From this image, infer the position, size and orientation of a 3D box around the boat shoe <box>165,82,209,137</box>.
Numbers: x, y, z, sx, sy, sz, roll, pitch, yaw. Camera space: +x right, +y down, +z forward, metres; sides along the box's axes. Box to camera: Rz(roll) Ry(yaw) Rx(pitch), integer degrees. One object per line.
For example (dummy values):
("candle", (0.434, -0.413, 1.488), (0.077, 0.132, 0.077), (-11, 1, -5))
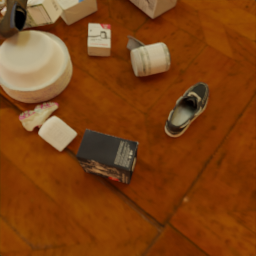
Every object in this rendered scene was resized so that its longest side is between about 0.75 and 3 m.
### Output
("boat shoe", (1.996, -0.732, 9.199), (0.857, 0.700, 2.320), (37, 70, 16))

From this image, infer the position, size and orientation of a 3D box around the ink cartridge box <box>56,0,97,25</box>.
("ink cartridge box", (-2.510, -5.498, 11.321), (1.434, 0.830, 2.469), (-32, 69, -12))

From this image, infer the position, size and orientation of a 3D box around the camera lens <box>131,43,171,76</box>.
("camera lens", (0.798, -2.374, 9.797), (1.233, 0.986, 0.986), (-15, 66, -6))

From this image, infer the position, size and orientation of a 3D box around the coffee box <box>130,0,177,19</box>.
("coffee box", (0.669, -5.697, 11.212), (1.400, 0.989, 2.478), (-38, 73, -25))

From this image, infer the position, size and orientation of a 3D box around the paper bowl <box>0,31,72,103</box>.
("paper bowl", (-3.292, -2.250, 9.572), (2.562, 1.332, 2.562), (0, 64, 1))

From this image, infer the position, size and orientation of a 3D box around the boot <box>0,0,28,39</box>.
("boot", (-3.468, -3.793, 9.019), (1.001, 0.772, 2.066), (7, 74, 37))

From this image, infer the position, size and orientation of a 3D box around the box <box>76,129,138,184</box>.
("box", (-0.543, 0.869, 7.958), (1.472, 1.616, 0.841), (15, 67, 7))

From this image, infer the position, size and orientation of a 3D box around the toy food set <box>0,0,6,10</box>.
("toy food set", (-5.499, -5.289, 11.496), (0.882, 0.371, 1.229), (-33, 69, -14))

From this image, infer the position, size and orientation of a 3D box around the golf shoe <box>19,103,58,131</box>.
("golf shoe", (-2.869, -0.386, 9.180), (0.519, 0.631, 1.378), (14, 36, 44))

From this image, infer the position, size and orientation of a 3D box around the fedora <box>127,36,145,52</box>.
("fedora", (0.264, -2.955, 10.265), (0.900, 0.796, 0.406), (26, 95, -28))

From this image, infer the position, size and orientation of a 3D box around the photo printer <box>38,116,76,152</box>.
("photo printer", (-2.199, 0.163, 8.628), (0.792, 0.330, 0.951), (-46, 113, 4))

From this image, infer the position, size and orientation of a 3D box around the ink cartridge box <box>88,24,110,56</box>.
("ink cartridge box", (-1.079, -3.292, 10.476), (0.828, 0.475, 1.140), (1, 64, -7))

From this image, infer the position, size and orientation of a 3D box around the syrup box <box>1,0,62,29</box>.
("syrup box", (-3.574, -4.292, 10.357), (2.039, 0.803, 0.830), (2, 52, 27))
